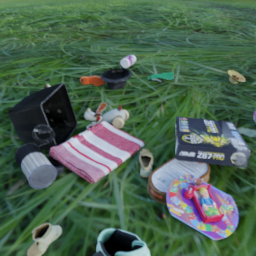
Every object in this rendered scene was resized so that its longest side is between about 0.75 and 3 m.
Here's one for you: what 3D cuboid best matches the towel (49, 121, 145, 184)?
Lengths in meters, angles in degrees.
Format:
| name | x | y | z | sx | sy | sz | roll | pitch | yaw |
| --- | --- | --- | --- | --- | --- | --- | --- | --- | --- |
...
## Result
| name | x | y | z | sx | sy | sz | roll | pitch | yaw |
| --- | --- | --- | --- | --- | --- | --- | --- | --- | --- |
| towel | -1.018 | 0.712 | 10.056 | 2.122 | 0.335 | 2.947 | 27 | 36 | 27 |

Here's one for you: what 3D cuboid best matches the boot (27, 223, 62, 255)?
| name | x | y | z | sx | sy | sz | roll | pitch | yaw |
| --- | --- | --- | --- | --- | --- | --- | --- | --- | --- |
| boot | -2.097 | 2.660 | 6.606 | 0.993 | 0.768 | 0.358 | -42 | 65 | -11 |

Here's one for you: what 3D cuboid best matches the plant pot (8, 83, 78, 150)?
| name | x | y | z | sx | sy | sz | roll | pitch | yaw |
| --- | --- | --- | --- | --- | --- | --- | --- | --- | --- |
| plant pot | -3.336 | -0.410 | 10.811 | 1.761 | 1.985 | 1.980 | -2 | 31 | 16 |

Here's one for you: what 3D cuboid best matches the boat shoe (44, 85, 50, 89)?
| name | x | y | z | sx | sy | sz | roll | pitch | yaw |
| --- | --- | --- | --- | --- | --- | --- | --- | --- | --- |
| boat shoe | -3.418 | -1.316 | 13.332 | 0.905 | 0.852 | 2.377 | -1 | 37 | -29 |

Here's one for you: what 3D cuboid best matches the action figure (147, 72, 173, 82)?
| name | x | y | z | sx | sy | sz | roll | pitch | yaw |
| --- | --- | --- | --- | --- | --- | --- | --- | --- | --- |
| action figure | 1.851 | -2.891 | 16.075 | 1.504 | 0.411 | 0.889 | -1 | 33 | 12 |

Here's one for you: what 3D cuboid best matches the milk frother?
| name | x | y | z | sx | sy | sz | roll | pitch | yaw |
| --- | --- | --- | --- | --- | --- | --- | --- | --- | --- |
| milk frother | -2.810 | 0.867 | 9.020 | 1.367 | 1.514 | 1.424 | -18 | 36 | -33 |

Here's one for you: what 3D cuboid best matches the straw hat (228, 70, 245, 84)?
| name | x | y | z | sx | sy | sz | roll | pitch | yaw |
| --- | --- | --- | --- | --- | --- | --- | --- | --- | --- |
| straw hat | 5.989 | -2.749 | 15.795 | 1.077 | 0.456 | 1.077 | 14 | 42 | -13 |

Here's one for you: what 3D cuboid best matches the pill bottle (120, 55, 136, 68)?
| name | x | y | z | sx | sy | sz | roll | pitch | yaw |
| --- | --- | --- | --- | --- | --- | --- | --- | --- | --- |
| pill bottle | 0.040 | -4.336 | 18.171 | 0.637 | 0.637 | 1.135 | 16 | 35 | 24 |

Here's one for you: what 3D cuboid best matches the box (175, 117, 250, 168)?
| name | x | y | z | sx | sy | sz | roll | pitch | yaw |
| --- | --- | --- | --- | --- | --- | --- | --- | --- | --- |
| box | 2.832 | 0.412 | 10.046 | 2.257 | 0.688 | 2.800 | 8 | 21 | 7 |

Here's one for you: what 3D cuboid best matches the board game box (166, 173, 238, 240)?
| name | x | y | z | sx | sy | sz | roll | pitch | yaw |
| --- | --- | --- | --- | --- | --- | --- | --- | --- | --- |
| board game box | 2.095 | 2.024 | 7.718 | 2.065 | 0.402 | 1.632 | 27 | 44 | 15 |

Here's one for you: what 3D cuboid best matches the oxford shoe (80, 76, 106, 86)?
| name | x | y | z | sx | sy | sz | roll | pitch | yaw |
| --- | --- | --- | --- | --- | --- | --- | --- | --- | --- |
| oxford shoe | -1.911 | -2.708 | 15.692 | 1.490 | 0.531 | 0.543 | 8 | 28 | 12 |

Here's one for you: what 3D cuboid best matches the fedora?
| name | x | y | z | sx | sy | sz | roll | pitch | yaw |
| --- | --- | --- | --- | --- | --- | --- | --- | --- | --- |
| fedora | -0.606 | -2.576 | 15.178 | 1.767 | 0.807 | 1.767 | -2 | 34 | 1 |

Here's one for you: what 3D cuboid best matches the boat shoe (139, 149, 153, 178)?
| name | x | y | z | sx | sy | sz | roll | pitch | yaw |
| --- | --- | --- | --- | --- | --- | --- | --- | --- | --- |
| boat shoe | 0.632 | 1.119 | 9.604 | 0.510 | 0.436 | 1.391 | 0 | 32 | 0 |

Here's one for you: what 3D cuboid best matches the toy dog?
| name | x | y | z | sx | sy | sz | roll | pitch | yaw |
| --- | --- | --- | --- | --- | --- | --- | --- | --- | --- |
| toy dog | -0.919 | -0.623 | 11.924 | 1.947 | 0.938 | 1.284 | -4 | 32 | -7 |

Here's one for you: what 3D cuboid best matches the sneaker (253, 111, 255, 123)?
| name | x | y | z | sx | sy | sz | roll | pitch | yaw |
| --- | --- | --- | --- | --- | --- | --- | --- | --- | --- |
| sneaker | 5.995 | -0.257 | 11.744 | 0.679 | 0.618 | 1.536 | -10 | 37 | -28 |

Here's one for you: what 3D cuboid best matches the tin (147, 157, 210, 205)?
| name | x | y | z | sx | sy | sz | roll | pitch | yaw |
| --- | --- | --- | --- | --- | --- | --- | --- | --- | --- |
| tin | 1.644 | 1.566 | 8.915 | 2.349 | 0.492 | 1.315 | -26 | 44 | -35 |

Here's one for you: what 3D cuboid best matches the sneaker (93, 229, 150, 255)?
| name | x | y | z | sx | sy | sz | roll | pitch | yaw |
| --- | --- | --- | --- | --- | --- | --- | --- | --- | --- |
| sneaker | 0.387 | 3.141 | 5.105 | 3.004 | 1.772 | 1.105 | 27 | 40 | 34 |
